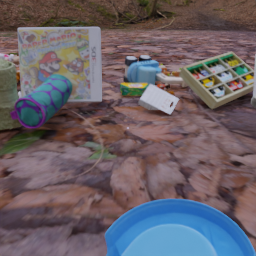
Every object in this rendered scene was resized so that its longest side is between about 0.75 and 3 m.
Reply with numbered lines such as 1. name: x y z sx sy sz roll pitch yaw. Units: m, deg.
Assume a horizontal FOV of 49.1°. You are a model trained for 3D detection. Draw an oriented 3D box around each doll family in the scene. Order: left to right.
1. doll family: -5.404 -2.446 12.011 1.793 1.302 2.889 11 19 -13
2. doll family: 1.303 -1.321 10.603 0.846 0.614 1.362 -1 5 10

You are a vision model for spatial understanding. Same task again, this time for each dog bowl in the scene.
1. dog bowl: 0.075 1.781 2.376 1.507 0.670 2.704 13 40 39

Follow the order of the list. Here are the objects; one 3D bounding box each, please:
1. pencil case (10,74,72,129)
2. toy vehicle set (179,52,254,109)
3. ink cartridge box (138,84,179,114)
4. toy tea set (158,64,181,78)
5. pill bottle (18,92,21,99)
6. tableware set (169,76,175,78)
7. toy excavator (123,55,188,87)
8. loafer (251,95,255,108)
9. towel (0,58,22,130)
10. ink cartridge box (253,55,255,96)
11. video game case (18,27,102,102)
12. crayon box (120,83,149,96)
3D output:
1. pencil case: -2.371 -0.813 8.008 0.971 0.894 2.101 1 28 11
2. toy vehicle set: 3.544 -1.873 10.484 2.952 0.391 1.834 -23 62 -31
3. ink cartridge box: 1.009 -0.891 9.310 1.109 0.316 0.901 30 51 4
4. toy tea set: 1.936 -2.745 13.476 1.656 0.613 0.985 7 21 31
5. pill bottle: -3.346 -1.076 9.903 0.949 0.518 0.518 -10 25 -23
6. tableware set: 3.081 -2.441 13.432 1.834 0.255 2.195 -13 26 -28
7. toy excavator: 1.189 -2.276 12.278 2.243 1.152 2.306 -14 40 -28
8. loafer: 3.960 -0.464 7.633 0.451 0.452 1.292 -26 64 -20
9. towel: -4.242 -0.725 7.181 2.836 2.104 0.517 -4 36 -11
10. ink cartridge box: 5.315 -2.138 9.409 1.900 2.338 0.667 4 1 36
11. video game case: -2.228 -2.063 9.281 2.672 2.432 0.306 -1 7 0
12. crayon box: 0.284 -1.541 11.187 1.136 0.331 0.674 -1 24 -8
